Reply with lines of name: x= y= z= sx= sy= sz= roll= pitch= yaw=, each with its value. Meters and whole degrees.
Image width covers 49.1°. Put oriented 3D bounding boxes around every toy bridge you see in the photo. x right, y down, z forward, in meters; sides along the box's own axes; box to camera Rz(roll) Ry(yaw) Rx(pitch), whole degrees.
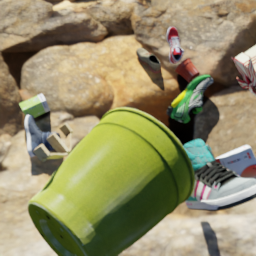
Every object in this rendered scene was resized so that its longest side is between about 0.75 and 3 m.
toy bridge: x=-1.379 y=0.345 z=5.542 sx=0.200 sy=1.468 sz=0.494 roll=-33 pitch=102 yaw=16

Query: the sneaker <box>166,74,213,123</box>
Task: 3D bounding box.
sneaker: x=2.444 y=-1.049 z=10.385 sx=0.979 sy=0.897 sz=2.298 roll=39 pitch=74 yaw=13

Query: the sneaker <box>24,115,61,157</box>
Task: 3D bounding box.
sneaker: x=-2.925 y=0.147 z=9.633 sx=1.116 sy=0.587 sz=1.545 roll=-17 pitch=69 yaw=2

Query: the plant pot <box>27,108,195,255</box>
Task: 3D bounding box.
plant pot: x=-0.458 y=1.346 z=5.592 sx=2.629 sy=2.629 sz=2.531 roll=35 pitch=50 yaw=20

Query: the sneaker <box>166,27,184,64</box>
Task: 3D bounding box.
sneaker: x=1.390 y=-2.449 z=8.264 sx=0.387 sy=0.611 sz=1.087 roll=-8 pitch=102 yaw=-1

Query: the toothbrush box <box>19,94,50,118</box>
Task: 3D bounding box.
toothbrush box: x=-3.401 y=-0.750 z=10.218 sx=0.893 sy=0.650 sz=0.384 roll=-27 pitch=62 yaw=-15

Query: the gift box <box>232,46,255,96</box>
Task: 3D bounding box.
gift box: x=3.311 y=-1.397 z=6.573 sx=1.323 sy=1.417 sz=1.307 roll=-35 pitch=24 yaw=11

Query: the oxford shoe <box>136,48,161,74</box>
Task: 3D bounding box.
oxford shoe: x=0.872 y=-2.943 z=11.624 sx=0.541 sy=0.574 sz=1.535 roll=-34 pitch=64 yaw=-19

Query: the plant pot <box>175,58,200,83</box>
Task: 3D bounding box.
plant pot: x=2.397 y=-2.244 z=11.144 sx=0.758 sy=0.758 sz=0.737 roll=-31 pitch=71 yaw=-18

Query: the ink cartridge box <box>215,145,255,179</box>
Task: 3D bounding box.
ink cartridge box: x=2.550 y=1.145 z=6.846 sx=1.288 sy=0.323 sz=1.045 roll=-25 pitch=95 yaw=5

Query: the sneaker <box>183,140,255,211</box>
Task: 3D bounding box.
sneaker: x=1.752 y=0.920 z=6.009 sx=1.004 sy=2.402 sz=1.450 roll=-17 pitch=80 yaw=-22
